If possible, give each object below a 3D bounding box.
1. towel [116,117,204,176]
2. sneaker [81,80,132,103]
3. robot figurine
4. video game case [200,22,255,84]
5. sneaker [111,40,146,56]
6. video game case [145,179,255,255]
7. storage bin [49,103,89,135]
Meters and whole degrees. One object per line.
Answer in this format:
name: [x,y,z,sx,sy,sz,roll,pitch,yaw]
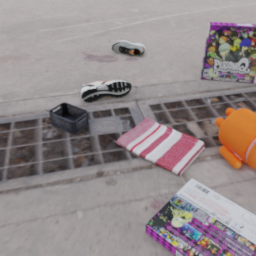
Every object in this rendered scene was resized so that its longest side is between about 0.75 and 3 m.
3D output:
towel: [1.125,0.541,9.683,2.547,0.290,1.834,25,44,30]
sneaker: [-0.995,-1.791,12.411,2.321,0.856,0.928,-9,36,-13]
robot figurine: [3.968,0.332,8.959,1.819,1.475,2.530,-14,38,-22]
video game case: [5.087,-3.471,13.134,2.987,2.707,0.535,7,36,8]
sneaker: [-0.008,-4.613,16.391,2.029,0.750,0.804,8,41,10]
video game case: [1.955,2.479,6.893,2.322,0.416,2.104,28,45,33]
storage bin: [-2.243,-0.372,10.654,1.316,0.617,0.890,20,41,27]
